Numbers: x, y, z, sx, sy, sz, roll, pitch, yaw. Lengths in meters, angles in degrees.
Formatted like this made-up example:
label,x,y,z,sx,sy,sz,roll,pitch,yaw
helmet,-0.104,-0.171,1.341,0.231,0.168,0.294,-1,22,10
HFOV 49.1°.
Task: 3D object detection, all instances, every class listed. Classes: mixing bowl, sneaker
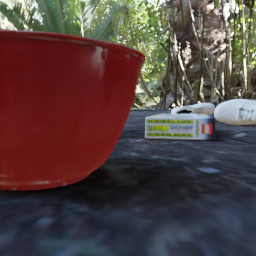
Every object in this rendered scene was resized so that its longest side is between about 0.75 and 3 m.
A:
label,x,y,z,sx,sy,sz,roll,pitch,yaw
mixing bowl,-0.829,-0.095,2.495,1.957,1.060,1.957,1,4,0
sneaker,2.992,-0.693,12.547,1.986,0.732,1.148,-9,6,4
sneaker,3.825,-0.467,8.362,2.335,0.860,1.350,2,2,14

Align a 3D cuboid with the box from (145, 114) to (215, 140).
label,x,y,z,sx,sy,sz,roll,pitch,yaw
box,1.197,-0.073,6.217,1.291,0.407,2.346,1,4,13
